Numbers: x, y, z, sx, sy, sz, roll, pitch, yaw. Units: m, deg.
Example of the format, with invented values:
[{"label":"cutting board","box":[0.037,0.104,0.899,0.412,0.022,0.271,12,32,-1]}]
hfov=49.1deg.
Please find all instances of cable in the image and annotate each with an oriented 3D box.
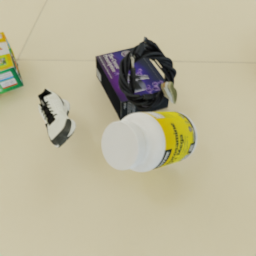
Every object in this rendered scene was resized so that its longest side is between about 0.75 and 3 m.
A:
[{"label":"cable","box":[0.575,-1.240,7.345,0.507,1.995,1.628,16,71,43]}]

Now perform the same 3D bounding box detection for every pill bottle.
[{"label":"pill bottle","box":[0.535,0.289,6.446,1.308,1.308,2.326,41,28,29]}]

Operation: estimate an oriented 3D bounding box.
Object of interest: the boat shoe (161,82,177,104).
[{"label":"boat shoe","box":[1.135,-0.968,7.689,0.289,0.844,0.316,8,61,27]}]

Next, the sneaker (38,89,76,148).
[{"label":"sneaker","box":[-1.948,-0.286,7.198,0.788,0.855,2.138,-42,36,7]}]

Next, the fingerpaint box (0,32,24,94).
[{"label":"fingerpaint box","box":[-4.960,-1.864,9.155,2.508,0.920,2.092,-23,55,-11]}]

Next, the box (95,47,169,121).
[{"label":"box","box":[0.089,-1.490,8.980,1.642,0.917,2.326,-16,52,-17]}]
